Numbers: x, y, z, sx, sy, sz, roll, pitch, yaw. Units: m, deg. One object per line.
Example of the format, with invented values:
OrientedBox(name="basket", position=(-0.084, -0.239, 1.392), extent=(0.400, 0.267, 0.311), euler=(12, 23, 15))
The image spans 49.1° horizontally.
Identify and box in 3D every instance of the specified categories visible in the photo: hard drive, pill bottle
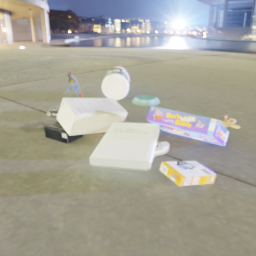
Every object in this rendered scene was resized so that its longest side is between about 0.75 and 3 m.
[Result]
OrientedBox(name="hard drive", position=(0.018, 0.506, 9.364), extent=(1.804, 0.365, 2.736), euler=(3, 23, 12))
OrientedBox(name="pill bottle", position=(-0.706, -2.824, 17.207), extent=(1.570, 1.570, 2.776), euler=(1, 23, 1))

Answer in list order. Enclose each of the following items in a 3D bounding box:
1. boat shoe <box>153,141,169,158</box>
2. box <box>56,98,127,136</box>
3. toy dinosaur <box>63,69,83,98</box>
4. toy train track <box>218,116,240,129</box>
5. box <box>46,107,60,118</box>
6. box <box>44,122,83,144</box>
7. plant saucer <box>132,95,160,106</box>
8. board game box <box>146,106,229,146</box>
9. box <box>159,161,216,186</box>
OrientedBox(name="boat shoe", position=(1.002, 0.692, 9.927), extent=(0.502, 0.460, 1.344), euler=(20, 29, 41))
OrientedBox(name="box", position=(-1.404, -0.497, 11.172), extent=(2.516, 0.978, 1.195), euler=(-4, 40, -43))
OrientedBox(name="toy dinosaur", position=(-2.768, -2.319, 14.901), extent=(0.823, 1.423, 1.568), euler=(-20, 22, 39))
OrientedBox(name="toy train track", position=(4.145, -0.183, 12.363), extent=(2.065, 0.336, 1.184), euler=(-19, 28, -38))
OrientedBox(name="box", position=(-3.096, -0.787, 13.758), extent=(1.132, 0.345, 1.404), euler=(13, 20, 27))
OrientedBox(name="box", position=(-2.580, 0.161, 11.235), extent=(1.275, 0.503, 0.900), euler=(13, 27, 31))
OrientedBox(name="plant saucer", position=(1.026, -1.628, 16.127), extent=(1.624, 0.292, 1.624), euler=(0, 21, 0))
OrientedBox(name="board game box", position=(2.243, -0.057, 10.532), extent=(2.604, 0.583, 1.751), euler=(15, -6, 33))
OrientedBox(name="box", position=(1.805, 1.308, 8.182), extent=(1.559, 0.323, 0.928), euler=(6, 18, -33))
